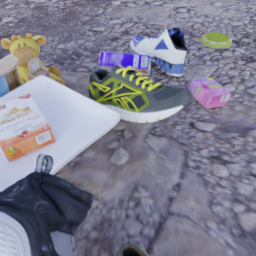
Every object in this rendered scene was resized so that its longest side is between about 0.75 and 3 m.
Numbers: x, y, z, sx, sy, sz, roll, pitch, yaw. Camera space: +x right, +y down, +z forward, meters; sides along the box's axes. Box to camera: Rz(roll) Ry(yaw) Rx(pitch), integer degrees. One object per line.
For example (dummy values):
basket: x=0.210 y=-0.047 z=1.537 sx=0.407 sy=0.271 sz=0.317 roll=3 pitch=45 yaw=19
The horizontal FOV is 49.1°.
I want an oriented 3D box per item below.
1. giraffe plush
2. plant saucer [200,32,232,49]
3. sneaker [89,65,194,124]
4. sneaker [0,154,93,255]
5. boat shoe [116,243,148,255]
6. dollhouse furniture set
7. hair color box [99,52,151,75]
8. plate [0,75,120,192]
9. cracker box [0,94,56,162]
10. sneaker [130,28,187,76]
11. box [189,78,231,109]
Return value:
giraffe plush: x=-2.829 y=-1.875 z=8.123 sx=1.624 sy=1.527 sz=1.883 roll=-27 pitch=48 yaw=-27
plant saucer: x=3.457 y=-3.467 z=10.948 sx=1.244 sy=0.193 sz=1.244 roll=-1 pitch=41 yaw=0
sneaker: x=0.070 y=-0.859 z=6.532 sx=2.930 sy=1.240 sz=1.091 roll=4 pitch=22 yaw=36
sneaker: x=-0.933 y=1.615 z=3.450 sx=0.997 sy=2.642 sz=1.503 roll=3 pitch=32 yaw=18
boat shoe: x=0.384 y=2.595 z=3.685 sx=0.784 sy=0.662 sz=2.200 roll=-17 pitch=44 yaw=-25
dollhouse furniture set: x=-2.077 y=-0.763 z=6.688 sx=1.969 sy=1.285 sz=1.858 roll=32 pitch=56 yaw=15
hair color box: x=-0.073 y=-2.003 z=8.759 sx=1.517 sy=0.492 sz=0.829 roll=5 pitch=0 yaw=7
plate: x=-2.027 y=0.114 z=5.768 sx=2.816 sy=0.455 sz=2.810 roll=27 pitch=52 yaw=32
cracker box: x=-2.232 y=-0.062 z=5.782 sx=0.964 sy=0.415 sz=1.439 roll=-26 pitch=46 yaw=-20
sneaker: x=1.163 y=-2.763 z=9.197 sx=0.911 sy=1.303 sz=2.256 roll=-13 pitch=42 yaw=-40
box: x=2.268 y=-0.991 z=7.846 sx=0.749 sy=0.412 sz=0.852 roll=-12 pitch=44 yaw=-29
